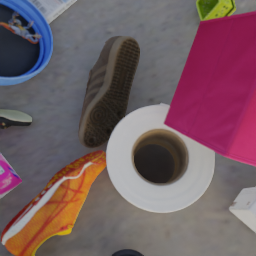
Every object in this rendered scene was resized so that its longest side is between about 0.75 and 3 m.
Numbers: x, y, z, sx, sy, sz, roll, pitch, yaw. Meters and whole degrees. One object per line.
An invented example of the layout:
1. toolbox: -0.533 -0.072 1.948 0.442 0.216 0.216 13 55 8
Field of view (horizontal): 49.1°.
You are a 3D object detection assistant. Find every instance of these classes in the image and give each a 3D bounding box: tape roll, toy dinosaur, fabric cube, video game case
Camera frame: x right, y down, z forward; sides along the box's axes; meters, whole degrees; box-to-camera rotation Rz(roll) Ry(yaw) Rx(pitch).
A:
1. tape roll: 0.654 0.757 6.396 2.238 1.537 2.238 0 75 0
2. toy dinosaur: -2.799 -2.581 7.429 1.043 0.946 0.548 -7 62 5
3. fabric cube: 2.075 -0.519 4.615 1.955 1.993 1.986 16 98 -22
4. video game case: -2.470 -4.559 8.467 2.427 0.288 2.209 43 79 11

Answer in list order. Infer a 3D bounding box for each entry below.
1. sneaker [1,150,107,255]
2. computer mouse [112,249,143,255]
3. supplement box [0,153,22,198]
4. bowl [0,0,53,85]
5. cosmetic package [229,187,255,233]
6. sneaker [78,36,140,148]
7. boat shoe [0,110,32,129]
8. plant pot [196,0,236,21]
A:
1. sneaker: -1.502 1.730 6.565 2.985 1.089 1.151 -46 103 -8
2. computer mouse: -0.335 4.078 6.047 1.938 0.635 2.760 -9 81 1
3. supplement box: -3.677 0.735 6.577 1.104 1.081 2.135 -38 80 -17
4. bowl: -3.361 -2.372 7.061 2.840 0.557 2.840 15 62 -30
5. cosmetic package: 3.400 2.222 6.237 1.991 1.012 0.737 43 75 6
6. sneaker: -0.601 -0.934 7.244 1.028 1.103 2.920 22 92 -38
7. boat shoe: -3.196 -0.220 7.254 1.376 0.503 0.431 8 114 -9
8. plant pot: 2.491 -3.422 7.825 0.735 0.806 0.810 5 65 -26
